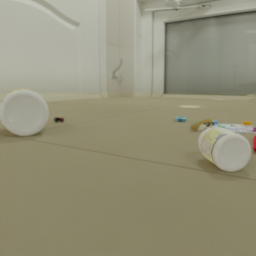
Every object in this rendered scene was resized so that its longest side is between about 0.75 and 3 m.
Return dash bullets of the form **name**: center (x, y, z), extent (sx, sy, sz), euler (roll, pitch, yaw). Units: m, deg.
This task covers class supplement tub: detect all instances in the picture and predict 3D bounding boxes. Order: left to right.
- **supplement tub**: center (-4.933, -0.831, 13.245), extent (2.032, 2.032, 2.814), euler (-4, 11, -22)
- **supplement tub**: center (2.741, 0.564, 8.198), extent (1.073, 1.073, 1.480), euler (-1, 10, -6)

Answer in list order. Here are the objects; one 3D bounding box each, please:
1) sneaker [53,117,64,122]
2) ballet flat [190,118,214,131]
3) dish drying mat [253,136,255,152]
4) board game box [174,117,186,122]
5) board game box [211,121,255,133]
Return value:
- **sneaker**: center (-4.045, -0.465, 16.257), extent (0.411, 0.297, 0.841), euler (-9, 11, -43)
- **ballet flat**: center (3.695, -0.128, 13.728), extent (1.517, 0.521, 0.478), euler (-20, 54, -34)
- **dish drying mat**: center (5.246, 0.583, 10.461), extent (1.046, 0.248, 2.722), euler (3, 11, 24)
- **board game box**: center (3.128, -0.501, 16.730), extent (0.632, 0.197, 0.837), euler (3, 10, 16)
- **board game box**: center (5.355, -0.075, 14.127), extent (2.112, 0.273, 2.112), euler (2, 10, 7)
